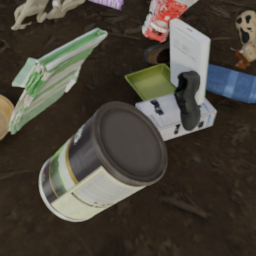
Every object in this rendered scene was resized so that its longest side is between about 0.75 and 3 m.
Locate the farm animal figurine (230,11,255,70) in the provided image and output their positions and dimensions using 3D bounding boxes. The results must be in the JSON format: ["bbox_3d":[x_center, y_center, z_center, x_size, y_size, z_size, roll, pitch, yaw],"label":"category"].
[{"bbox_3d":[3.648,-2.189,7.348,1.097,1.762,2.182,-4,24,-31],"label":"farm animal figurine"}]

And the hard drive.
[{"bbox_3d":[1.820,-1.966,8.574,0.302,2.298,1.516,-29,52,-14],"label":"hard drive"}]

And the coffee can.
[{"bbox_3d":[-0.586,0.782,5.760,1.683,2.300,1.683,25,46,-28],"label":"coffee can"}]

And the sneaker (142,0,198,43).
[{"bbox_3d":[1.245,-3.424,8.481,0.991,1.591,2.969,16,13,-16],"label":"sneaker"}]

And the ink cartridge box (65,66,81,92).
[{"bbox_3d":[-1.766,-1.646,8.536,0.338,0.589,1.006,31,43,-26],"label":"ink cartridge box"}]

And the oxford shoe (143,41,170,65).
[{"bbox_3d":[2.073,-3.303,11.995,2.651,0.963,1.119,-30,35,-12],"label":"oxford shoe"}]

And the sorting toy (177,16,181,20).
[{"bbox_3d":[2.337,-6.010,14.797,0.688,0.470,1.145,-35,57,-26],"label":"sorting toy"}]

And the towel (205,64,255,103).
[{"bbox_3d":[3.911,-1.715,10.994,2.439,0.592,1.362,21,53,16],"label":"towel"}]

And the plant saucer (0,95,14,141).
[{"bbox_3d":[-5.329,-0.049,9.577,2.961,0.524,2.961,0,49,0],"label":"plant saucer"}]

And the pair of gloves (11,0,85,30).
[{"bbox_3d":[-2.323,-3.584,8.444,1.844,0.380,2.168,-15,14,45],"label":"pair of gloves"}]

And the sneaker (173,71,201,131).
[{"bbox_3d":[1.598,-0.758,7.895,0.781,1.720,0.653,-5,3,-45],"label":"sneaker"}]

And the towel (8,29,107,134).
[{"bbox_3d":[-1.511,-0.925,5.766,0.288,2.463,1.879,45,48,-5],"label":"towel"}]

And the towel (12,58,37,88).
[{"bbox_3d":[-3.356,-2.233,11.650,2.345,0.274,1.789,8,50,7],"label":"towel"}]

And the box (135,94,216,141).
[{"bbox_3d":[1.613,-0.447,9.786,2.438,0.733,1.422,-16,51,-13],"label":"box"}]

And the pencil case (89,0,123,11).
[{"bbox_3d":[-0.731,-4.292,9.231,1.187,0.498,0.507,17,32,-1],"label":"pencil case"}]

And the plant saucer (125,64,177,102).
[{"bbox_3d":[1.095,-1.608,10.984,1.886,0.451,1.883,-22,52,-17],"label":"plant saucer"}]
